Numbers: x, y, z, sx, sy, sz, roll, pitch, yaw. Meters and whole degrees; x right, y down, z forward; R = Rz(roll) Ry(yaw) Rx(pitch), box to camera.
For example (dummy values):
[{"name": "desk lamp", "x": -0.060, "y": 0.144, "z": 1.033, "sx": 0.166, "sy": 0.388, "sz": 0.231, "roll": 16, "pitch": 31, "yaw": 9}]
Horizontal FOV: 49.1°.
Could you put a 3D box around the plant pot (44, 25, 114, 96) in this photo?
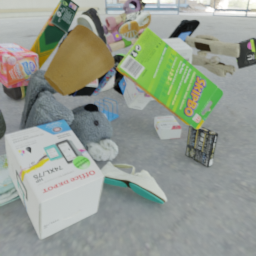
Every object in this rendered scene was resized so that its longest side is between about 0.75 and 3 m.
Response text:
[{"name": "plant pot", "x": -1.168, "y": -1.349, "z": 6.111, "sx": 1.284, "sy": 1.196, "sz": 1.196, "roll": -47, "pitch": 46, "yaw": -14}]

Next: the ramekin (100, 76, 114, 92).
[{"name": "ramekin", "x": -2.016, "y": -2.926, "z": 15.291, "sx": 2.591, "sy": 1.207, "sz": 2.591, "roll": 0, "pitch": 29, "yaw": 0}]

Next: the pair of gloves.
[{"name": "pair of gloves", "x": 2.939, "y": -2.491, "z": 9.946, "sx": 1.847, "sy": 0.381, "sz": 2.172, "roll": 25, "pitch": -9, "yaw": 20}]

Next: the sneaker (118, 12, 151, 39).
[{"name": "sneaker", "x": 0.089, "y": -3.349, "z": 9.093, "sx": 0.658, "sy": 0.568, "sz": 1.501, "roll": 30, "pitch": 50, "yaw": 26}]

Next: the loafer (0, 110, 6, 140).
[{"name": "loafer", "x": -4.106, "y": -0.798, "z": 7.421, "sx": 0.932, "sy": 2.675, "sz": 1.006, "roll": 4, "pitch": 28, "yaw": 13}]

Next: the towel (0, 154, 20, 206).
[{"name": "towel", "x": -3.915, "y": 1.515, "z": 7.799, "sx": 2.199, "sy": 0.529, "sz": 1.882, "roll": -20, "pitch": 35, "yaw": -33}]

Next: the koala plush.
[{"name": "koala plush", "x": -1.854, "y": -0.004, "z": 9.219, "sx": 2.984, "sy": 2.742, "sz": 2.646, "roll": 9, "pitch": 31, "yaw": -29}]

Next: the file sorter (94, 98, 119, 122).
[{"name": "file sorter", "x": -1.102, "y": -0.696, "z": 11.663, "sx": 0.849, "sy": 0.750, "sz": 1.223, "roll": 21, "pitch": 34, "yaw": 32}]

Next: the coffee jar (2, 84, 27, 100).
[{"name": "coffee jar", "x": -5.106, "y": -2.178, "z": 14.180, "sx": 1.162, "sy": 0.951, "sz": 2.229, "roll": 21, "pitch": 35, "yaw": 32}]

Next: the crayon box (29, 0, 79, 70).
[{"name": "crayon box", "x": -2.938, "y": -3.376, "z": 10.413, "sx": 0.680, "sy": 2.676, "sz": 1.699, "roll": 30, "pitch": 49, "yaw": -26}]

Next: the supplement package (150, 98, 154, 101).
[{"name": "supplement package", "x": 1.444, "y": -2.362, "z": 13.878, "sx": 2.657, "sy": 1.553, "sz": 1.558, "roll": -3, "pitch": 29, "yaw": -6}]

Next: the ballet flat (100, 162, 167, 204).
[{"name": "ballet flat", "x": 0.143, "y": 1.399, "z": 7.700, "sx": 2.144, "sy": 0.744, "sz": 0.744, "roll": 14, "pitch": 31, "yaw": 29}]

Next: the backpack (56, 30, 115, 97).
[{"name": "backpack", "x": -1.703, "y": -2.425, "z": 10.327, "sx": 1.423, "sy": 1.930, "sz": 2.115, "roll": -5, "pitch": 57, "yaw": -44}]

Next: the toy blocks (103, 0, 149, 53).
[{"name": "toy blocks", "x": -0.295, "y": -3.743, "z": 11.890, "sx": 2.118, "sy": 2.351, "sz": 2.516, "roll": -25, "pitch": 6, "yaw": -17}]

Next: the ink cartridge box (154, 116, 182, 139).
[{"name": "ink cartridge box", "x": 1.495, "y": -0.027, "z": 10.728, "sx": 0.779, "sy": 0.448, "sz": 1.074, "roll": -4, "pitch": 29, "yaw": -7}]

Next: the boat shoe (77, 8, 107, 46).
[{"name": "boat shoe", "x": -1.223, "y": -3.403, "z": 10.987, "sx": 0.946, "sy": 2.560, "sz": 0.772, "roll": 17, "pitch": 59, "yaw": 30}]

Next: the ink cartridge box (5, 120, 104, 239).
[{"name": "ink cartridge box", "x": -1.827, "y": 1.169, "z": 6.821, "sx": 1.551, "sy": 1.544, "sz": 2.114, "roll": -18, "pitch": 50, "yaw": -33}]

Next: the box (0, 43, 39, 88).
[{"name": "box", "x": -4.127, "y": -2.267, "z": 9.894, "sx": 1.142, "sy": 1.054, "sz": 2.226, "roll": -17, "pitch": 34, "yaw": -38}]

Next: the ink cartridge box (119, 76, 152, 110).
[{"name": "ink cartridge box", "x": 0.426, "y": -1.364, "z": 8.121, "sx": 0.588, "sy": 1.389, "sz": 1.004, "roll": 7, "pitch": 48, "yaw": -38}]

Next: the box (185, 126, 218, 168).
[{"name": "box", "x": 2.310, "y": 0.555, "z": 8.911, "sx": 0.285, "sy": 1.160, "sz": 0.935, "roll": -22, "pitch": 34, "yaw": -37}]

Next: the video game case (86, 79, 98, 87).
[{"name": "video game case", "x": -1.404, "y": -1.811, "z": 8.510, "sx": 0.917, "sy": 0.112, "sz": 1.283, "roll": 3, "pitch": 59, "yaw": -18}]

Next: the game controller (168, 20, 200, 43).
[{"name": "game controller", "x": 1.995, "y": -3.557, "z": 11.560, "sx": 1.183, "sy": 2.267, "sz": 0.477, "roll": -13, "pitch": 70, "yaw": -34}]

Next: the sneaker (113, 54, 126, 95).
[{"name": "sneaker", "x": -0.175, "y": -1.935, "z": 10.680, "sx": 1.110, "sy": 1.017, "sz": 2.650, "roll": -25, "pitch": 49, "yaw": -8}]

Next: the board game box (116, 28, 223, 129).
[{"name": "board game box", "x": 1.062, "y": -1.144, "z": 6.853, "sx": 2.521, "sy": 1.204, "sz": 0.378, "roll": 37, "pitch": -3, "yaw": -8}]

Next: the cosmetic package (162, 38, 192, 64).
[{"name": "cosmetic package", "x": 1.319, "y": -2.265, "z": 9.691, "sx": 1.315, "sy": 1.314, "sz": 1.594, "roll": -4, "pitch": 29, "yaw": -5}]

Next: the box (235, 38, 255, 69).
[{"name": "box", "x": 4.099, "y": -2.602, "z": 9.712, "sx": 0.725, "sy": 0.867, "sz": 1.167, "roll": -12, "pitch": 13, "yaw": 25}]
